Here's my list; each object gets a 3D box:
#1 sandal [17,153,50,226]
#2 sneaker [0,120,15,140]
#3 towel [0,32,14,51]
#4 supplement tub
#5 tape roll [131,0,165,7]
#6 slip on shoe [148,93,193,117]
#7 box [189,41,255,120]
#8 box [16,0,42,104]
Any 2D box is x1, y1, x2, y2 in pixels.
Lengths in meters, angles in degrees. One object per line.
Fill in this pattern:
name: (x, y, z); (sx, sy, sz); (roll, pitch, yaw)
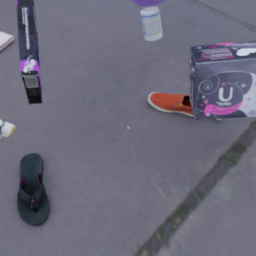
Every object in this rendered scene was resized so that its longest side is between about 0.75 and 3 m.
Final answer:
sandal: (-2.698, 1.596, 7.707); (0.837, 0.533, 2.228); (-14, 54, -10)
sneaker: (-2.406, 0.025, 5.159); (0.812, 0.356, 0.307); (-19, 47, 40)
towel: (-6.083, -3.550, 11.791); (1.857, 0.299, 1.774); (21, 56, 15)
supplement tub: (0.734, -3.269, 8.814); (0.592, 0.898, 0.592); (-9, 36, 7)
tape roll: (0.783, -4.783, 8.162); (2.340, 0.768, 2.340); (-15, 64, 32)
slip on shoe: (1.721, -0.884, 9.538); (2.114, 0.647, 0.783); (15, 56, 13)
box: (2.571, -1.092, 6.441); (2.203, 1.456, 1.264); (-2, 31, 8)
box: (-2.238, -1.799, 6.400); (0.384, 1.520, 2.126); (-6, 75, -15)
